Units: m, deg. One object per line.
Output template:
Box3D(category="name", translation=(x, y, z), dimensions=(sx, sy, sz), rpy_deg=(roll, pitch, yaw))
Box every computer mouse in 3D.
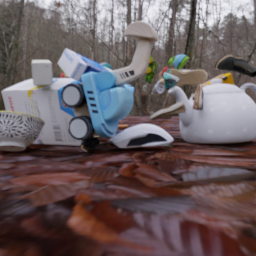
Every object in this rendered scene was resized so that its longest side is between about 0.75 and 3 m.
Box3D(category="computer mouse", translation=(-0.044, 0.216, 7.960), dimensions=(2.628, 0.577, 1.441), rpy_deg=(-4, 7, -2))

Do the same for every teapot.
Box3D(category="teapot", translation=(3.200, -0.628, 9.788), dimensions=(2.898, 2.144, 2.936), rpy_deg=(-2, 2, 24))

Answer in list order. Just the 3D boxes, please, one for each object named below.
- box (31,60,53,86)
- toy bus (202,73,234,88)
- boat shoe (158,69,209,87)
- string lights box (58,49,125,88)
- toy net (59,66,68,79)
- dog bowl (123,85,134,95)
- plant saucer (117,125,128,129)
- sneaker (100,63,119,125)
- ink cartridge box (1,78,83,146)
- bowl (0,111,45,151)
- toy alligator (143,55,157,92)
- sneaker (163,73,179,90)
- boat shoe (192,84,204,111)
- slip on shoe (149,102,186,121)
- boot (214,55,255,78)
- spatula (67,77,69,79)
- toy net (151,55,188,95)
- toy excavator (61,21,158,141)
Box3D(category="box", translation=(-2.672, -1.729, 8.652), dimensions=(0.567, 0.681, 1.657), rpy_deg=(-4, 15, -17))
Box3D(category="toy bus", translation=(4.107, -1.898, 13.351), dimensions=(2.343, 0.762, 0.917), rpy_deg=(-27, 16, -29))
Box3D(category="boat shoe", translation=(2.320, -2.086, 11.699), dimensions=(2.129, 0.766, 0.690), rpy_deg=(3, 6, 34))
Box3D(category="string lights box", translation=(-1.087, -1.674, 8.627), dimensions=(1.899, 0.560, 0.976), rpy_deg=(16, 25, -45))
Box3D(category="toy net", translation=(-2.094, -1.489, 10.281), dimensions=(0.992, 1.891, 0.365), rpy_deg=(1, 20, 31))
Box3D(category="dog bowl", translation=(-0.088, -1.218, 9.968), dimensions=(0.286, 0.644, 1.155), rpy_deg=(16, 14, -14))
Box3D(category="plant saucer", translation=(-0.561, -0.061, 17.238), dimensions=(1.128, 0.211, 1.128), rpy_deg=(1, 3, 0))
Box3D(category="sneaker", translation=(-0.669, -1.201, 10.760), dimensions=(0.907, 2.541, 1.015), rpy_deg=(-28, 42, -35))
Box3D(category="ink cartridge box", translation=(-2.477, -0.616, 9.487), dimensions=(2.540, 1.870, 1.837), rpy_deg=(2, 22, 14))
Box3D(category="bowl", translation=(-3.096, 0.182, 7.487), dimensions=(1.642, 0.771, 1.642), rpy_deg=(-3, -16, -1))
Box3D(category="toy alligator", translation=(0.706, -1.673, 8.641), dimensions=(0.291, 1.213, 0.402), rpy_deg=(6, -8, 25))
Box3D(category="sneaker", translation=(1.437, -1.560, 9.666), dimensions=(0.468, 0.550, 1.207), rpy_deg=(29, 14, 21))
Box3D(category="boat shoe", translation=(2.169, -0.970, 8.768), dimensions=(0.348, 0.970, 0.367), rpy_deg=(-4, -36, 23))
Box3D(category="slip on shoe", translation=(1.231, -0.433, 8.720), dimensions=(1.170, 0.354, 0.445), rpy_deg=(-24, -5, 10))
Box3D(category="boot", translation=(3.764, -2.052, 9.575), dimensions=(1.424, 0.552, 0.985), rpy_deg=(-16, 49, -27))
Box3D(category="spatula", translation=(-1.744, -2.040, 10.582), dimensions=(1.219, 0.344, 0.125), rpy_deg=(-36, 33, -21))
Box3D(category="toy net", translation=(1.396, -1.793, 10.119), dimensions=(0.383, 1.983, 1.040), rpy_deg=(39, 41, 8))
Box3D(category="toy excavator", translation=(-0.305, -1.096, 7.173), dimensions=(2.607, 2.535, 1.302), rpy_deg=(-13, 0, 18))
